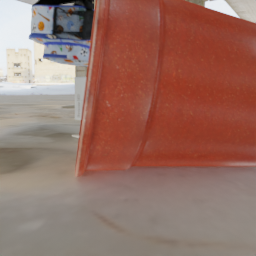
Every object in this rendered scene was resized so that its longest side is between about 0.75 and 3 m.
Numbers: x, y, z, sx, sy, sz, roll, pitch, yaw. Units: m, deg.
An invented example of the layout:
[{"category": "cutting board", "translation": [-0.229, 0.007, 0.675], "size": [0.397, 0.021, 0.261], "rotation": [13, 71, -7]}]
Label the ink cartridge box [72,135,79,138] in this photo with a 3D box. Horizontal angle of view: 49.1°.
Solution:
[{"category": "ink cartridge box", "translation": [-0.069, -0.188, 6.979], "size": [1.391, 0.806, 2.388], "rotation": [8, 11, 44]}]

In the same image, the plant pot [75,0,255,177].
[{"category": "plant pot", "translation": [0.748, -0.576, 4.105], "size": [2.716, 2.793, 2.793], "rotation": [7, 7, -10]}]

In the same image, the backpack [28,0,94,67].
[{"category": "backpack", "translation": [-1.946, -3.266, 9.741], "size": [2.748, 2.223, 2.885], "rotation": [18, 7, 19]}]

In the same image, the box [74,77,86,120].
[{"category": "box", "translation": [-1.114, -1.124, 10.584], "size": [1.369, 1.591, 1.598], "rotation": [3, 9, 13]}]
